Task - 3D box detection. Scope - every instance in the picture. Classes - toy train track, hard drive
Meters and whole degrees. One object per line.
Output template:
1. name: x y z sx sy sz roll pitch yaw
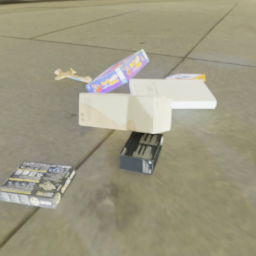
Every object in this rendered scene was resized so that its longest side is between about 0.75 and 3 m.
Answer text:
1. toy train track: -2.566 -2.470 12.866 2.065 0.336 1.184 19 36 27
2. hard drive: 1.476 -1.234 9.926 2.736 0.365 1.804 0 33 -4

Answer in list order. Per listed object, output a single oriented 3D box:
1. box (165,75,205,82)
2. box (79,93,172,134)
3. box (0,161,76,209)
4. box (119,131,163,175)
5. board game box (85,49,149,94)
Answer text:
1. box: 2.337 -2.036 11.888 0.928 0.323 1.559 -25 23 -39
2. box: -0.115 -0.487 8.136 2.516 0.978 1.195 7 8 33
3. box: -2.083 1.269 6.500 1.404 0.345 1.132 3 29 14
4. box: 0.374 0.615 7.532 0.900 0.503 1.275 11 33 14
5. board game box: -0.367 -2.242 11.417 1.751 0.583 2.604 -21 18 32
